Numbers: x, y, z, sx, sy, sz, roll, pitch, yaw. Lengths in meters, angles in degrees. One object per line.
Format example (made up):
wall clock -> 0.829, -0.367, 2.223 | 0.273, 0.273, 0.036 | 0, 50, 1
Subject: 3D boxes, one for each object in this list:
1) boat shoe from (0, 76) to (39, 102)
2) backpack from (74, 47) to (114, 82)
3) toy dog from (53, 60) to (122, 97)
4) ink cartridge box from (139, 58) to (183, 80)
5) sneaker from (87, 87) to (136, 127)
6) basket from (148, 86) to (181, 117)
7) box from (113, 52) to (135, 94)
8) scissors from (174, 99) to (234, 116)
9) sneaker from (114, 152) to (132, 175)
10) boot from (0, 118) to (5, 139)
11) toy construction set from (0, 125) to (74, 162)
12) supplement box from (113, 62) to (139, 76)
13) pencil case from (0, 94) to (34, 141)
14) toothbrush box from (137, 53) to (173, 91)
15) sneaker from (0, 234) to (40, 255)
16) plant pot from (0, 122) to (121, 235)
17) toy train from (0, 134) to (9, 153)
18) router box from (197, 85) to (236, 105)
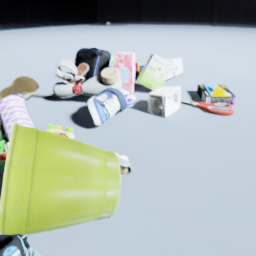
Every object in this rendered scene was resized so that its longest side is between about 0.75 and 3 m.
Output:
boat shoe -> -4.353, -1.304, 10.902 | 0.866, 0.780, 2.401 | 44, 30, -12
backpack -> -1.675, -2.930, 13.451 | 1.876, 1.716, 1.378 | 19, 10, 42
toy dog -> -1.411, -1.846, 11.187 | 2.900, 1.913, 1.397 | 16, 41, -3
ink cartridge box -> 1.692, -2.962, 14.210 | 1.419, 0.819, 1.943 | 6, 24, 38
sneaker -> -0.501, -0.839, 9.665 | 1.578, 0.868, 2.155 | -17, 20, 2
basket -> 1.336, -1.020, 10.379 | 0.782, 0.859, 1.268 | 13, 28, 30
box -> -0.150, -2.416, 12.309 | 0.865, 1.686, 0.798 | 4, 23, 7
scissors -> 2.617, -0.905, 10.881 | 2.905, 0.202, 1.063 | 12, 28, 21
sneaker -> -0.255, 0.861, 6.514 | 0.448, 0.417, 1.129 | 51, 18, 29
boot -> -4.399, -0.014, 8.432 | 1.555, 0.780, 2.155 | -9, 19, -17
toy construction set -> -2.178, 0.385, 7.056 | 1.291, 0.907, 1.969 | 12, 23, 39
supplement box -> -0.326, -3.103, 14.887 | 1.637, 0.701, 0.903 | -16, 30, -30
pencil case -> -2.937, -0.060, 7.550 | 0.750, 0.764, 1.788 | -32, 61, 4
toothbrush box -> 1.159, -2.385, 12.223 | 1.006, 1.382, 0.595 | 26, 13, -16
sneaker -> -1.450, 2.001, 3.672 | 2.334, 1.050, 0.915 | 18, 29, 11
plant pot -> -1.213, 1.005, 5.193 | 1.916, 1.990, 1.990 | 7, 22, -19
toy train -> -3.319, 0.468, 7.657 | 0.376, 0.508, 1.801 | 20, 31, 30
router box -> 3.617, -1.404, 11.675 | 1.196, 0.410, 1.604 | 0, 26, 1
